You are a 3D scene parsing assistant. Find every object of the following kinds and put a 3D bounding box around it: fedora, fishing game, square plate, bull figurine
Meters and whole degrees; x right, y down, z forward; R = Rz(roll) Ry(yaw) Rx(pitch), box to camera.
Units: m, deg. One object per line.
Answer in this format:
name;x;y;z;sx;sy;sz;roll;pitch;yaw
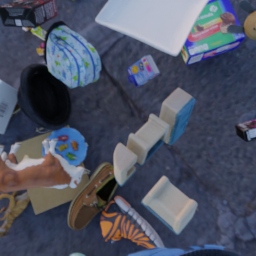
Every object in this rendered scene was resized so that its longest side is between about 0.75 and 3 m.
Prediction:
fedora;-2.903;-0.922;9.236;1.033;2.261;2.261;-16;80;32
fishing game;-2.082;0.707;9.209;1.495;0.325;2.088;-21;82;-7
square plate;0.609;-2.703;6.386;2.013;0.289;2.032;26;71;11
bull figurine;-1.902;0.847;6.008;1.889;0.615;1.147;-7;93;-14

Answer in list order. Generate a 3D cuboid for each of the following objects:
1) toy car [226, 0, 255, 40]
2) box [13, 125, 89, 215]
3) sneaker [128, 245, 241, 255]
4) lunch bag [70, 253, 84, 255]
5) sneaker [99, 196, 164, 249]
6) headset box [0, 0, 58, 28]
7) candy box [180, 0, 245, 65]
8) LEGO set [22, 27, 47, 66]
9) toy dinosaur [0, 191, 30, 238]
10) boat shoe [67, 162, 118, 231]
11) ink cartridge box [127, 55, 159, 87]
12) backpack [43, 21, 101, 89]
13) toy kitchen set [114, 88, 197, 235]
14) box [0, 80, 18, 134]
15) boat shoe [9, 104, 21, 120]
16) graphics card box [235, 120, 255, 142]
toy car;3.815;-2.892;7.937;1.777;1.402;1.460;29;111;13
box;-2.507;1.350;9.312;1.973;0.257;2.414;-21;82;-10
sneaker;1.120;3.059;6.360;2.857;1.120;0.942;-6;91;-5
lunch bag;-1.576;5.354;8.378;2.265;1.089;2.824;31;82;7
sneaker;0.024;3.380;8.887;2.271;0.881;1.272;43;88;16
headset box;-2.407;-2.906;6.949;0.928;0.468;1.249;8;38;14
candy box;2.600;-3.740;9.851;2.049;0.933;2.423;-20;81;-2
LEGO set;-3.093;-3.111;9.812;1.018;0.824;2.213;-22;82;-3
toy dinosaur;-3.535;2.406;9.164;2.388;0.721;1.268;-47;111;-13
boat shoe;-1.061;2.226;8.835;0.861;0.814;2.394;35;81;-40
ink cartridge box;0.360;-1.520;7.697;0.850;0.325;0.580;-29;87;39
backpack;-1.486;-1.793;7.396;1.730;1.411;1.330;30;42;14
toy kitchen set;1.149;0.830;6.833;2.164;1.591;2.701;38;65;19
box;-5.140;-0.984;9.120;2.526;1.231;1.571;19;82;10
boat shoe;-4.028;-0.499;9.690;0.876;0.284;0.321;-31;58;1
graphics card box;3.505;-0.025;7.175;1.298;0.814;0.330;-17;100;9
